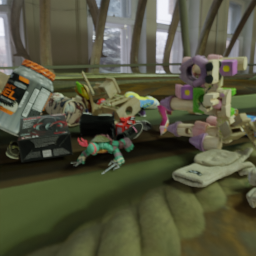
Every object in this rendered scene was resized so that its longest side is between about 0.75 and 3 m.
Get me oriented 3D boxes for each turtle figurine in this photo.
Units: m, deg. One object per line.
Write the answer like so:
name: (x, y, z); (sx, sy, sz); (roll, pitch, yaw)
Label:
turtle figurine: (-0.596, 0.557, 6.873); (1.203, 0.809, 1.607); (8, 10, 28)

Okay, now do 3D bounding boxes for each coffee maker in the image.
coffee maker: (-1.036, -0.093, 9.354); (1.158, 0.780, 1.113); (-1, 16, 0)

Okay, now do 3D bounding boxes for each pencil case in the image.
pencil case: (-2.610, -0.831, 11.480); (1.011, 1.162, 2.598); (34, -7, -34)

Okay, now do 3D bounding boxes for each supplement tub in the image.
supplement tub: (-3.336, -0.925, 9.008); (1.390, 2.268, 1.390); (25, -5, 2)

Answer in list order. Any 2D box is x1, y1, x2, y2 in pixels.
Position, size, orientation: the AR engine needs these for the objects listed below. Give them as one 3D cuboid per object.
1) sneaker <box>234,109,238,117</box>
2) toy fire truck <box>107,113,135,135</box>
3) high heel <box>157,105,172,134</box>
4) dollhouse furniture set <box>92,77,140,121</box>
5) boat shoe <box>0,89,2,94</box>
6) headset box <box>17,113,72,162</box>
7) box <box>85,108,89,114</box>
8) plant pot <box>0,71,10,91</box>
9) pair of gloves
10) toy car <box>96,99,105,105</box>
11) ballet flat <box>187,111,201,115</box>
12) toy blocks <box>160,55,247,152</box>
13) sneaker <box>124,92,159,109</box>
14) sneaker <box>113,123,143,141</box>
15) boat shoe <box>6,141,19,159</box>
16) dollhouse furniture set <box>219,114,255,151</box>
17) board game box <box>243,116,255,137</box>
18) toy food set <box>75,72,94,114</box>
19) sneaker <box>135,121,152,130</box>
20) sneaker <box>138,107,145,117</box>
sneaker: (4.332, -0.650, 12.505); (1.129, 0.427, 0.495); (2, 2, -24)
toy fire truck: (-0.379, -0.126, 10.115); (1.269, 0.439, 1.800); (-1, 17, 8)
high heel: (1.162, -0.331, 9.973); (0.614, 0.431, 1.279); (13, 56, 15)
dollhouse furniture set: (-0.806, -1.359, 11.284); (1.166, 1.854, 2.097); (-43, 37, -25)
boat shoe: (-4.591, -0.688, 10.306); (2.881, 1.036, 0.979); (21, 25, 23)
headset box: (-2.283, 0.175, 7.691); (1.281, 0.646, 1.723); (-7, 24, -15)
box: (-2.266, -0.863, 13.392); (1.498, 0.293, 1.025); (13, 19, 42)
plant pot: (-7.357, -2.186, 14.989); (2.298, 2.636, 2.636); (15, 9, -19)
pair of gloves: (2.555, 0.962, 5.814); (2.615, 0.458, 2.223); (6, 19, 41)
toy car: (-1.934, -1.357, 14.670); (1.742, 0.388, 1.639); (2, 4, 8)
ballet flat: (3.456, -0.842, 13.040); (1.414, 0.498, 0.461); (-8, 30, -17)
toy blocks: (1.871, -0.818, 8.300); (2.392, 2.655, 2.841); (9, 20, 36)
sneaker: (0.660, -1.108, 14.017); (1.887, 0.714, 0.991); (13, 49, -13)
sneaker: (0.028, 0.188, 8.155); (1.054, 0.373, 0.523); (-34, -3, -9)
boat shoe: (-3.059, 0.586, 7.494); (0.323, 0.270, 0.903); (24, 3, -27)
dollhouse furniture set: (3.316, -0.034, 6.595); (1.464, 0.920, 1.656); (-6, -23, -25)
board game box: (4.600, -0.043, 9.827); (1.925, 0.433, 1.464); (12, 19, 41)
toy food set: (-1.732, -1.129, 11.057); (0.390, 1.942, 1.341); (-20, 62, -18)
sneaker: (0.638, -0.145, 10.479); (0.918, 0.345, 0.530); (12, 16, 42)
sneaker: (0.657, -0.777, 12.887); (0.328, 0.380, 0.867); (-2, 14, -8)
